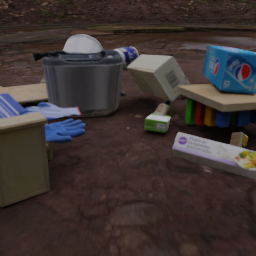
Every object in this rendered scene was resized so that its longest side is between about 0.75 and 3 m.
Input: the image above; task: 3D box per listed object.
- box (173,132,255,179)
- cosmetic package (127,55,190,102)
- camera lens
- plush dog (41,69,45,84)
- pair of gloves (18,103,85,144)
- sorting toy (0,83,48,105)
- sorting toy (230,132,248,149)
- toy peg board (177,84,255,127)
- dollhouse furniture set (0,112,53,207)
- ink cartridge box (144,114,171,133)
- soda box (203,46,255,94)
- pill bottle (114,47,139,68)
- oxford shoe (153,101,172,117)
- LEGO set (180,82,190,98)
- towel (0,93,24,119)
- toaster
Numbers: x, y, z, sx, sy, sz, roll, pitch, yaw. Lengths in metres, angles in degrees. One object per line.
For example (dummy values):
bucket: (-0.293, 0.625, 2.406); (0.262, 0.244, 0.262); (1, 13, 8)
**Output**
box: (1.594, 0.484, 4.467); (1.742, 0.361, 0.337); (15, 66, 20)
cosmetic package: (0.924, -1.717, 9.274); (0.832, 1.178, 2.276); (-41, 24, -7)
camera lens: (-1.836, -2.475, 10.790); (1.565, 1.565, 1.957); (4, 56, 9)
plush dog: (-3.015, -2.199, 11.640); (1.137, 0.976, 0.912); (2, 25, 5)
pair of gloves: (-1.671, -0.163, 6.066); (1.388, 0.197, 1.727); (-5, 31, -14)
sorting toy: (-3.707, -1.204, 10.272); (2.106, 0.384, 1.949); (-5, 25, -19)
sorting toy: (2.312, 0.369, 5.844); (0.183, 0.522, 1.083); (12, -4, 2)
toy peg board: (2.736, -0.469, 7.544); (2.157, 1.055, 2.148); (-6, 21, -18)
dollhouse furniture set: (-2.486, 0.228, 5.621); (1.961, 1.486, 2.237); (-15, 29, -35)
ink cartridge box: (0.851, -0.152, 7.837); (0.602, 0.309, 0.815); (10, 16, 16)
soda box: (2.931, -1.799, 8.195); (0.943, 0.996, 2.938); (7, 20, 4)
pill bottle: (-0.359, -3.657, 14.773); (1.043, 1.043, 1.742); (21, 33, 38)
oxford shoe: (0.947, -0.477, 8.471); (0.465, 0.485, 1.315); (12, 27, 25)
LEGO set: (1.986, -1.746, 10.725); (1.057, 0.796, 1.374); (1, 24, -15)
towel: (-3.929, -0.198, 7.319); (1.994, 0.328, 2.754); (36, 33, 27)
toaster: (-1.505, -1.427, 8.875); (2.885, 1.864, 1.640); (-3, 24, -9)
